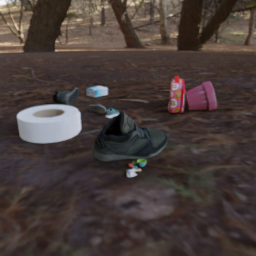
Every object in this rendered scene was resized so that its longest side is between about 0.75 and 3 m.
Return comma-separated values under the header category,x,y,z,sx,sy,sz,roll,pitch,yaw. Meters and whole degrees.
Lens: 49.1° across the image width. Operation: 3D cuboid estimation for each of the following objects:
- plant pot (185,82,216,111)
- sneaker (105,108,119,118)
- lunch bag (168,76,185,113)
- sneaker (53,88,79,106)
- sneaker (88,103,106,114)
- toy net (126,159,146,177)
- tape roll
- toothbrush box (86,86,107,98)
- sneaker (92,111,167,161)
category,x,y,z,sx,sy,sz,roll,pitch,yaw
plant pot,3.477,-1.447,13.611,1.249,1.396,1.396,-13,19,8
sneaker,-0.705,-0.735,12.793,0.347,0.408,0.894,11,22,27
lunch bag,2.347,-1.677,13.554,0.766,1.648,1.871,3,20,9
sneaker,-3.373,-1.776,15.167,1.101,0.735,1.922,11,27,10
sneaker,-1.359,-0.996,13.491,1.090,0.408,0.579,13,26,35
toy net,0.155,1.125,8.014,0.480,0.177,0.915,11,22,26
tape roll,-3.006,-0.207,10.750,2.301,0.805,2.301,0,19,0
toothbrush box,-1.845,-2.153,16.641,0.761,0.443,1.039,18,25,40
sneaker,0.249,0.216,7.970,2.400,1.374,0.917,-2,52,-26
